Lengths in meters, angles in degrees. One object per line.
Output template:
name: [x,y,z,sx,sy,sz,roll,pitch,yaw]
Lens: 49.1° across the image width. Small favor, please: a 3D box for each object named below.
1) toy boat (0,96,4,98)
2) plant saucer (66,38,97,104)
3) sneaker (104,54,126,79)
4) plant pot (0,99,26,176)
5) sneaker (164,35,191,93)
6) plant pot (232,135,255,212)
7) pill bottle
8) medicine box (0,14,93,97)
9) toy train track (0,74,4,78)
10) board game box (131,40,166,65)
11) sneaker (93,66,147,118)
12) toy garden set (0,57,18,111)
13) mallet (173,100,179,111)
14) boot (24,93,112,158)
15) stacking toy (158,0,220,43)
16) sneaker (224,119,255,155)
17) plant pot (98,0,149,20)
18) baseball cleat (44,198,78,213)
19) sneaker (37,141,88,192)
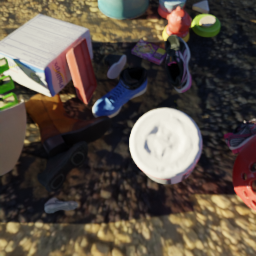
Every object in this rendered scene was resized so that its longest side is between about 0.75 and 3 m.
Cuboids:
toy boat: [-4.192,-0.527,9.783,1.170,0.763,0.765,39,97,21]
plant saucer: [-1.577,-1.965,9.580,0.341,1.853,1.856,-7,27,8]
sneaker: [-0.672,-2.382,10.828,0.743,0.529,1.498,11,44,18]
plant pot: [-4.267,0.437,8.186,2.838,1.906,2.838,-9,16,3]
sneaker: [1.748,-2.443,10.189,0.894,0.961,2.226,-21,72,29]
plant pot: [4.275,1.456,7.009,2.493,2.493,2.270,-12,21,-7]
pill bottle: [1.040,0.669,7.540,1.625,2.936,1.625,-2,75,8]
medicine box: [-3.053,-2.766,10.413,2.393,1.352,2.627,24,57,20]
toy train track: [-5.533,-1.973,10.786,2.007,0.327,1.151,-25,62,-13]
board game box: [0.897,-3.133,11.570,1.332,0.215,0.799,27,59,16]
sneaker: [-0.275,-1.311,9.768,2.378,1.323,0.913,-33,68,-18]
toy garden set: [-4.650,-0.808,8.714,2.229,0.534,2.674,-23,68,3]
mallet: [1.748,-0.573,10.037,0.350,0.219,1.064,-17,55,-6]
boot: [-2.112,-0.443,9.769,2.423,0.881,2.573,-30,56,-9]
stacking toy: [2.669,-5.128,12.164,2.606,1.216,2.879,-8,60,-4]
sneaker: [4.043,0.031,9.154,1.979,0.798,0.739,-34,83,-15]
plant pot: [-0.233,-6.531,12.397,2.418,2.272,2.418,0,59,1]
baseball cleat: [-1.977,2.224,8.250,0.944,0.329,0.502,-2,29,-21]
sneaker: [-2.050,1.053,8.727,0.873,0.731,1.924,21,53,35]
